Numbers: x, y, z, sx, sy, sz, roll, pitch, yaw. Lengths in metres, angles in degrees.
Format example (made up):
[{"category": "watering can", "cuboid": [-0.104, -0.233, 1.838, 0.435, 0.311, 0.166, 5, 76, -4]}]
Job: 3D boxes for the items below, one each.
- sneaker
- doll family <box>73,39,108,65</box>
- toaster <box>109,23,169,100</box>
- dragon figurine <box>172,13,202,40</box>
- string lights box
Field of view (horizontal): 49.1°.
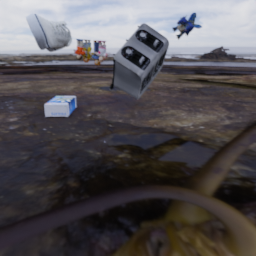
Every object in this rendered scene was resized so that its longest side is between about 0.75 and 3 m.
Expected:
[{"category": "sneaker", "cuboid": [-1.791, -2.295, 6.617, 0.769, 0.793, 2.172, -22, 13, 0]}, {"category": "doll family", "cuboid": [-1.349, -2.916, 10.853, 1.499, 0.931, 0.676, 10, 19, 18]}, {"category": "toaster", "cuboid": [0.348, -2.197, 9.789, 1.221, 2.058, 1.861, 34, 69, 9]}, {"category": "dragon figurine", "cuboid": [1.811, -2.986, 8.071, 1.591, 0.468, 0.791, -32, 8, -39]}, {"category": "string lights box", "cuboid": [-3.364, -1.097, 14.123, 1.097, 0.630, 2.136, 0, 17, 0]}]
